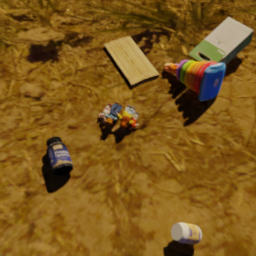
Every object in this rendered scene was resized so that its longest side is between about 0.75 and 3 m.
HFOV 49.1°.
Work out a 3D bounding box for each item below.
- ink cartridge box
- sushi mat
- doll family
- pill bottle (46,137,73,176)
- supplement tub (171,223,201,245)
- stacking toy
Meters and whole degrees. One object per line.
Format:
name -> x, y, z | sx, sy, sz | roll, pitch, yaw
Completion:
ink cartridge box -> 4.096, -3.581, 12.477 | 2.611, 0.774, 1.355 | -42, 62, -6
sushi mat -> 0.113, -3.107, 12.737 | 1.417, 0.179, 2.961 | -22, 59, -14
doll family -> -0.384, -0.452, 10.598 | 1.660, 0.748, 1.030 | 18, 59, 11
pill bottle -> -2.409, 0.961, 9.667 | 0.720, 0.720, 1.287 | -20, 59, -13
supplement tub -> 1.690, 3.074, 8.158 | 0.768, 0.559, 0.559 | 21, 49, -31
stacking toy -> 2.549, -2.270, 11.647 | 1.518, 1.436, 2.616 | -23, 39, -38
